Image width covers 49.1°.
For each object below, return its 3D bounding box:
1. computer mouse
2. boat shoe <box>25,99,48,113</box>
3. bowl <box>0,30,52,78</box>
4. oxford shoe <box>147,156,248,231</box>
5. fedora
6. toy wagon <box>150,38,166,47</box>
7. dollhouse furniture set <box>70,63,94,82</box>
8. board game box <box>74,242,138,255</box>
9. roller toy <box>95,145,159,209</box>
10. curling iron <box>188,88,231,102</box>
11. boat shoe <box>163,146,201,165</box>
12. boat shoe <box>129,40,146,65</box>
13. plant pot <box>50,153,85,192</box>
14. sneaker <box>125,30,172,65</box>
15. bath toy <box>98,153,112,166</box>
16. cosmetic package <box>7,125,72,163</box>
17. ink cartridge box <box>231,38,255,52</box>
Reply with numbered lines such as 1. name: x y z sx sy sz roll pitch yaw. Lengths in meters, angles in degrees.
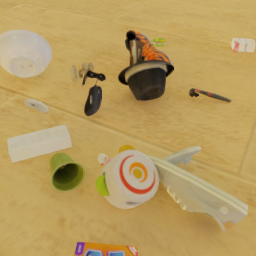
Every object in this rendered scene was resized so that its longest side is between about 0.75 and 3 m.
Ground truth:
1. computer mouse: -1.106 -1.053 8.714 0.333 1.447 1.016 20 5 29
2. boat shoe: -3.033 -0.780 9.486 0.911 0.323 0.318 17 34 19
3. bowl: -3.886 -2.531 10.408 2.046 2.046 0.920 -6 59 -7
4. oxford shoe: 1.307 1.436 6.530 2.787 1.048 0.805 27 85 34
5. fedora: 0.623 -1.465 9.358 2.039 2.039 0.931 -5 78 -6
6. toy wagon: 1.401 -4.104 13.366 0.857 0.170 0.665 3 41 4
7. dollhouse furniture set: -1.711 -2.045 10.511 0.791 0.693 0.525 -8 76 -29
8. board game box: -0.410 2.772 4.831 1.082 1.082 1.083 3 41 4
9. roller toy: 0.049 1.165 6.468 1.214 0.930 1.331 38 51 -5
10. curling iron: 2.865 -1.135 9.837 1.524 0.378 0.195 11 66 1
11. boat shoe: 1.468 0.792 7.440 1.030 0.367 0.359 -24 -1 13
12. boat shoe: 0.343 -2.258 9.383 0.538 1.454 0.537 -7 56 -4
13. plant pot: -1.637 1.042 7.124 0.861 0.861 0.818 -19 32 -21
14. sneaker: 0.645 -2.873 10.817 2.324 0.902 1.302 50 27 20
15. bath toy: -0.386 0.947 7.157 0.869 0.378 0.321 32 31 -25
16. cosmetic package: -2.505 0.435 7.974 1.655 0.419 0.683 -15 35 -16
17. ink cartridge box: 5.276 -3.797 12.855 0.912 0.378 0.668 5 42 6
